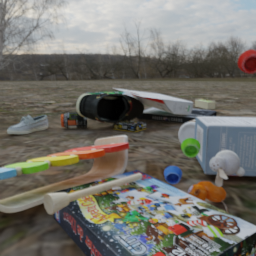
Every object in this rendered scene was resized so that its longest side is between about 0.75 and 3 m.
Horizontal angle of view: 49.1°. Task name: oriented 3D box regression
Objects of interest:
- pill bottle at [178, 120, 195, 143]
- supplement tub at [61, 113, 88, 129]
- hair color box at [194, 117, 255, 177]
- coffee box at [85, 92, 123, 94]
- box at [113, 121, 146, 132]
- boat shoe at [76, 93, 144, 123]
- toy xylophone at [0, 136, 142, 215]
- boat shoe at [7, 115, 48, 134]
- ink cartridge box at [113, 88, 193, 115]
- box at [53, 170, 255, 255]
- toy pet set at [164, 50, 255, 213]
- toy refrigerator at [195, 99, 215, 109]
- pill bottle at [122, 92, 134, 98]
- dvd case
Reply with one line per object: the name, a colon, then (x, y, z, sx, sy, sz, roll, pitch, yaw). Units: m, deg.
pill bottle: (1.794, 0.101, 7.035, 0.674, 0.674, 1.178, 8, 14, 33)
supplement tub: (-1.723, -0.235, 9.043, 0.843, 0.517, 0.517, -1, 12, -7)
hair color box: (2.860, 0.315, 5.259, 2.996, 0.908, 1.483, 1, 9, 6)
coffee box: (-0.939, -1.700, 15.778, 2.841, 0.625, 1.747, -2, 12, -10)
box: (0.051, -0.058, 8.968, 0.857, 0.211, 0.684, 8, 13, 33)
boat shoe: (-0.342, -0.608, 9.247, 0.893, 1.043, 2.851, 13, 8, 39)
toy xylophone: (-0.903, 0.600, 3.958, 1.813, 0.622, 2.477, -10, 1, 40)
boat shoe: (-3.060, -0.134, 8.574, 0.499, 0.509, 1.431, 7, 14, 31)
ink cartridge box: (0.819, -0.904, 9.761, 2.271, 0.569, 1.827, -1, 15, -37)
box: (0.170, 1.064, 3.145, 1.370, 0.378, 2.007, -8, 14, -35)
toy pet set: (1.647, 0.537, 3.125, 1.925, 2.062, 1.095, 24, 31, -3)
toy refrigerator: (3.823, -1.195, 13.965, 0.423, 0.390, 1.114, -4, 12, -19)
pill bottle: (0.024, -1.441, 14.106, 0.809, 0.809, 1.460, 0, 11, 0)
dvd case: (1.902, -0.508, 10.844, 2.581, 0.319, 1.940, 6, 14, 29)
